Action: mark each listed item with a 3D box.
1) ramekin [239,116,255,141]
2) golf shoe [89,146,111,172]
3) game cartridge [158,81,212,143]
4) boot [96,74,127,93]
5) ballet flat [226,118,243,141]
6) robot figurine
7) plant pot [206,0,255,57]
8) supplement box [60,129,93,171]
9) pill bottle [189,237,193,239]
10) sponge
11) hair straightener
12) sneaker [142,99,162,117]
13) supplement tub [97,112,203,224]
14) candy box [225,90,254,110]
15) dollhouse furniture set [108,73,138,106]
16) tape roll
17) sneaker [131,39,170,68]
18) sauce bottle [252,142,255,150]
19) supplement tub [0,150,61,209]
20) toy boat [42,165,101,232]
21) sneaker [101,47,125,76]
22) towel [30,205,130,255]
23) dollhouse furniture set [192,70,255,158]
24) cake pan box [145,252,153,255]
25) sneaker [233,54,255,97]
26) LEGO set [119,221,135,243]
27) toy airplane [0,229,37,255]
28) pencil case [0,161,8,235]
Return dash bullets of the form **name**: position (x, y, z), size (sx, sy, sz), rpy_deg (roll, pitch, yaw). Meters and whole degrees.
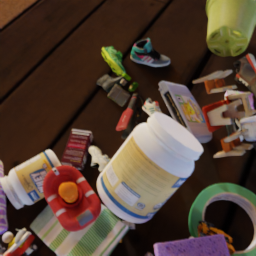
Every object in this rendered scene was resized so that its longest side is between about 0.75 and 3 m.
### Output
- **ramekin**: position (5.026, 0.035, 10.252), size (1.736, 1.736, 0.808), rpy_deg (-2, 82, -1)
- **golf shoe**: position (-1.122, 1.081, 9.776), size (0.597, 0.481, 1.228), rpy_deg (-34, 43, -24)
- **game cartridge**: position (2.236, -0.610, 10.716), size (1.718, 0.521, 2.577), rpy_deg (3, 57, -51)
- **boot**: position (-0.698, -2.147, 12.386), size (1.329, 0.450, 0.868), rpy_deg (-34, 58, -21)
- **ballet flat**: position (3.891, 0.209, 10.240), size (0.503, 0.506, 1.479), rpy_deg (0, 77, -34)
- **robot figurine**: position (2.518, 3.217, 8.203), size (1.189, 0.346, 0.862), rpy_deg (28, 21, 1)
- **plant pot**: position (4.646, -4.664, 12.648), size (2.642, 2.642, 2.429), rpy_deg (15, 62, 10)
- **supplement box**: position (-1.885, 0.800, 10.434), size (0.790, 0.442, 1.451), rpy_deg (8, 57, 8)
- **pill bottle**: position (2.204, 4.211, 7.731), size (2.123, 1.189, 1.189), rpy_deg (41, 66, 20)
- **sponge**: position (1.700, 3.445, 7.250), size (1.936, 0.289, 1.080), rpy_deg (-3, 60, -12)
- **hair straightener**: position (0.184, -0.441, 10.993), size (0.527, 0.992, 2.577), rpy_deg (-15, 35, 24)
- **sneaker**: position (1.018, -0.677, 10.510), size (0.405, 0.538, 1.151), rpy_deg (-1, 35, -45)
- **supplement tub**: position (0.626, 1.194, 8.482), size (2.101, 2.101, 2.905), rpy_deg (46, 111, 25)
- **candy box**: position (4.615, -1.066, 11.690), size (1.071, 0.383, 0.899), rpy_deg (9, 57, 6)
- **dollhouse furniture set**: position (-0.260, -1.591, 11.871), size (0.801, 0.614, 1.223), rpy_deg (36, 89, -14)
- **tape roll**: position (3.210, 3.029, 8.874), size (2.496, 0.600, 2.496), rpy_deg (-1, 58, 1)
- **sneaker**: position (1.042, -3.491, 12.820), size (1.878, 1.134, 0.785), rpy_deg (12, 58, 7)
- **sauce bottle**: position (5.033, 0.934, 10.425), size (0.319, 0.319, 0.987), rpy_deg (-30, 63, -18)
- **supplement tub**: position (-3.080, 1.709, 9.315), size (1.837, 1.329, 1.329), rpy_deg (-31, 62, -18)
- **toy boat**: position (-1.696, 1.923, 8.141), size (1.294, 1.296, 1.983), rpy_deg (-31, 64, -21)
- **sneaker**: position (-0.578, -3.155, 12.863), size (0.793, 0.703, 1.899), rpy_deg (-25, 60, -11)
- **towel**: position (-1.511, 2.976, 8.466), size (2.601, 0.304, 1.984), rpy_deg (30, 70, 29)
- **dollhouse furniture set**: position (3.376, -0.526, 9.991), size (2.707, 1.410, 2.736), rpy_deg (-17, 91, -47)
- **cake pan box**: position (0.501, 5.201, 7.450), size (2.604, 0.681, 2.398), rpy_deg (-40, 63, -23)
- **sneaker**: position (5.255, -2.052, 12.212), size (1.034, 0.973, 2.525), rpy_deg (-18, 53, 20)
- **LEGO set**: position (-0.686, 3.203, 8.703), size (1.789, 0.734, 0.682), rpy_deg (2, 58, 1)
- **toy airplane**: position (-3.396, 3.497, 8.115), size (1.324, 1.318, 0.934), rpy_deg (-34, 78, -24)
- **pencil case**: position (-4.595, 2.211, 9.100), size (1.121, 1.100, 2.622), rpy_deg (5, 48, -37)
